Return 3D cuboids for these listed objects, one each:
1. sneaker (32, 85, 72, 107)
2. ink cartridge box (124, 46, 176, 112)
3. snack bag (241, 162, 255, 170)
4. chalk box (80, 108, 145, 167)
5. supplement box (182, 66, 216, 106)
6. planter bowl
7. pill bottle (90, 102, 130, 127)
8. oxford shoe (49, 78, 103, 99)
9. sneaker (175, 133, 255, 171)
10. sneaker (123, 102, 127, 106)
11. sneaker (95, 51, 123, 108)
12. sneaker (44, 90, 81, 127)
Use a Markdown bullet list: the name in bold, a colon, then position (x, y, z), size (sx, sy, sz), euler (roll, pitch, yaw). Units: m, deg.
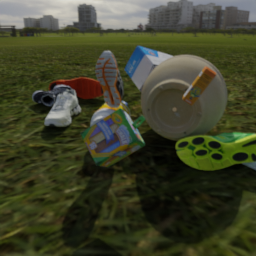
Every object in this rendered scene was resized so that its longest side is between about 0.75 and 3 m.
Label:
- **sneaker**: position (-3.370, -1.436, 12.931), size (1.889, 0.713, 1.075), euler (-18, 28, -26)
- **ink cartridge box**: position (1.397, -1.616, 10.170), size (1.976, 1.159, 2.699), euler (3, 45, -40)
- **snack bag**: position (3.619, 0.975, 7.528), size (0.816, 0.087, 0.769), euler (-14, 25, -33)
- **chalk box**: position (-0.167, 0.162, 5.561), size (1.214, 0.751, 0.755), euler (-31, -17, 8)
- **supplement box**: position (1.551, -0.907, 6.150), size (0.285, 0.857, 0.295), euler (33, 28, -2)
- **planter bowl**: position (1.489, -0.714, 8.172), size (2.626, 2.626, 1.767), euler (7, 20, 18)
- **pill bottle**: position (-0.588, -0.194, 9.037), size (1.073, 1.073, 1.902), euler (4, 19, 9)
- **oxford shoe**: position (-2.440, -2.070, 14.132), size (2.930, 1.043, 1.063), euler (5, 16, 12)
- **sneaker**: position (2.534, 0.618, 7.639), size (2.538, 0.940, 1.060), euler (-2, 0, -3)
- **sneaker**: position (-0.217, -0.918, 11.889), size (0.457, 0.449, 1.186), euler (-10, 24, -14)
- **sneaker**: position (-0.494, -1.461, 8.322), size (0.676, 1.728, 0.667), euler (8, 37, 19)
- **sneaker**: position (-2.535, -0.763, 10.726), size (0.965, 1.041, 2.568), euler (3, 23, 4)
